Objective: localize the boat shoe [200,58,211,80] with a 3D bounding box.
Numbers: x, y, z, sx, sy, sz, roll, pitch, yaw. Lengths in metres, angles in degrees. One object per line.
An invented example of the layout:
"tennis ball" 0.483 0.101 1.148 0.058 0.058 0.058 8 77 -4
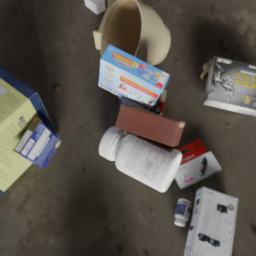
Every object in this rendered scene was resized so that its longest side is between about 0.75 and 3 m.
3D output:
"boat shoe" 3.277 -2.443 11.614 0.403 0.445 1.249 30 58 22

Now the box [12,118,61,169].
"box" -2.781 0.559 8.791 0.302 1.864 1.129 24 73 16

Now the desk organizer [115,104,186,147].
"desk organizer" 0.681 -0.096 8.940 2.062 0.740 0.794 18 96 22

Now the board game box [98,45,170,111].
"board game box" 0.082 -1.425 8.522 1.931 1.891 0.540 27 74 -1

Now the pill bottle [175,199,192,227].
"pill bottle" 1.725 2.693 8.882 0.432 0.432 0.778 17 63 9

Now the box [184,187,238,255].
"box" 2.528 3.010 8.515 1.212 0.625 2.078 18 63 -1

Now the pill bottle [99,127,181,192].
"pill bottle" 0.355 0.924 9.123 2.457 1.405 1.405 25 65 20

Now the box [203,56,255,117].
"box" 4.207 -1.569 10.711 2.379 0.575 1.884 14 74 0

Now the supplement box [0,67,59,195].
"supplement box" -4.176 0.151 8.806 1.954 2.910 2.907 35 67 17

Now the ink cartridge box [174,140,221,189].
"ink cartridge box" 2.187 1.191 9.674 1.537 0.335 1.334 -24 66 -8

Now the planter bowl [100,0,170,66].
"planter bowl" 0.396 -3.207 10.230 1.778 2.641 2.641 -1 57 -35

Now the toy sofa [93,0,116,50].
"toy sofa" -0.582 -4.625 12.380 1.245 1.057 2.551 11 63 7

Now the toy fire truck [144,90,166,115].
"toy fire truck" 1.015 -0.985 10.720 0.897 0.656 1.019 25 60 13

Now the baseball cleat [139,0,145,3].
"baseball cleat" 0.331 -4.763 10.669 0.648 1.858 0.989 48 59 -3

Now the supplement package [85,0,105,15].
"supplement package" -1.590 -5.957 13.370 0.546 0.540 0.901 -41 69 -19

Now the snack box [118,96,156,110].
"snack box" 0.239 -1.234 9.936 1.113 1.320 0.447 -22 27 15
